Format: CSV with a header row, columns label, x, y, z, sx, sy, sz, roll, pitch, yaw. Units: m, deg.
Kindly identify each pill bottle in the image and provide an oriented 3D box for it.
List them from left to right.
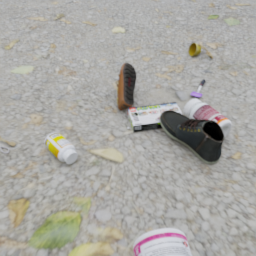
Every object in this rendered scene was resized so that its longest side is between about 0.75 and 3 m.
label,x,y,z,sx,sy,sz,roll,pitch,yaw
pill bottle,-2.500,0.782,10.537,0.738,0.738,1.351,-32,51,-30
pill bottle,1.012,3.893,6.597,1.469,1.469,2.591,-6,42,-6
pill bottle,3.223,-0.363,11.566,1.048,1.048,1.914,-22,47,-22

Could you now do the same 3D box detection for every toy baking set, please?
label,x,y,z,sx,sy,sz,roll,pitch,yaw
toy baking set,-5.216,0.775,11.000,1.438,0.167,1.104,-27,52,-26
toy baking set,4.480,-4.387,16.214,1.099,0.167,1.432,21,36,-31

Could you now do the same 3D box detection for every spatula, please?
label,x,y,z,sx,sy,sz,roll,pitch,yaw
spatula,3.581,-1.983,13.969,0.511,0.186,1.807,20,46,18

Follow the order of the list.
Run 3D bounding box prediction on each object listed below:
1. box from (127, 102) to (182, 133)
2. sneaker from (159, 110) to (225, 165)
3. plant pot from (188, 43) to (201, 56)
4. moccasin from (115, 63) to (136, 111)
label,x,y,z,sx,sy,sz,roll,pitch,yaw
box,1.190,-0.493,12.181,2.258,0.392,1.243,-8,43,-8
sneaker,2.410,-0.075,10.580,1.102,1.566,2.948,-37,60,-22
plant pot,3.993,-4.578,16.473,0.537,0.756,0.756,2,39,-26
moccasin,-0.135,-1.938,13.008,0.899,0.949,2.459,15,62,-35
